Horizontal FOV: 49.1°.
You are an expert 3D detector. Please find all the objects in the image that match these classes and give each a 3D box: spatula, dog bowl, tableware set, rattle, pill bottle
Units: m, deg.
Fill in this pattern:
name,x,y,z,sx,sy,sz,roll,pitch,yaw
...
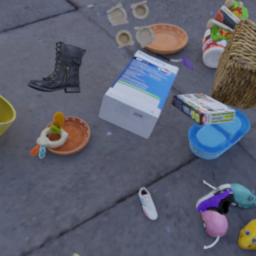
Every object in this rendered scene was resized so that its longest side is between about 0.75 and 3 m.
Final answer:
name,x,y,z,sx,sy,sz,roll,pitch,yaw
spatula,1.569,-2.326,9.580,1.582,0.447,0.163,27,73,34
dog bowl,3.425,0.225,10.693,2.660,0.659,1.483,-32,57,-23
tableware set,0.104,-3.201,8.744,1.282,0.178,1.534,-16,93,-2
rattle,-2.898,0.283,10.206,0.995,1.092,1.529,47,49,9
pill bottle,4.283,-4.031,13.905,1.139,1.139,2.079,7,50,5

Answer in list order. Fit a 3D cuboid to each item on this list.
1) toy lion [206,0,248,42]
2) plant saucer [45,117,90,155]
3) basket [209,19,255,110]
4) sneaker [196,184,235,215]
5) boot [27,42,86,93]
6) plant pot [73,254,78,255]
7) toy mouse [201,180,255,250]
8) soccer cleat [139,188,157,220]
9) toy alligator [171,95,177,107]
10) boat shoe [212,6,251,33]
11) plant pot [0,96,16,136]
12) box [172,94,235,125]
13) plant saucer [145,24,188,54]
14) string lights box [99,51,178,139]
name,x,y,z,sx,sy,sz,roll,pitch,yaw
toy lion,3.899,-4.054,10.986,0.618,1.799,1.724,16,58,-19
plant saucer,-2.381,0.312,10.862,1.810,0.292,1.810,-1,50,1
basket,3.666,-1.820,8.515,1.659,2.324,1.731,17,70,8
sneaker,1.992,1.769,6.377,0.375,1.079,0.537,8,46,-32
boot,-2.215,-1.900,8.772,1.798,1.566,0.623,0,5,-30
plant pot,-1.054,4.233,6.828,1.305,1.838,1.838,23,51,-8
toy mouse,3.234,2.535,8.805,2.917,0.565,2.593,-20,53,-17
soccer cleat,0.613,2.418,8.995,0.376,0.465,1.076,-17,53,-14
toy alligator,1.965,-0.757,9.619,0.512,1.544,0.371,-24,65,31
boat shoe,3.853,-3.387,9.444,2.094,0.655,0.745,40,19,23
plant pot,-5.818,-0.184,9.841,2.897,2.056,2.897,32,15,-10
box,2.111,-0.591,8.119,1.025,0.323,1.862,-6,22,-12
plant saucer,1.863,-4.683,14.889,2.535,0.474,2.535,0,49,0
string lights box,0.422,-1.111,8.215,1.478,0.848,2.875,25,42,4
